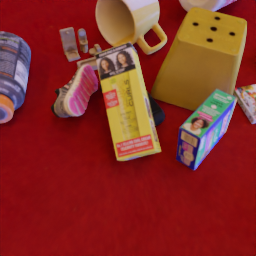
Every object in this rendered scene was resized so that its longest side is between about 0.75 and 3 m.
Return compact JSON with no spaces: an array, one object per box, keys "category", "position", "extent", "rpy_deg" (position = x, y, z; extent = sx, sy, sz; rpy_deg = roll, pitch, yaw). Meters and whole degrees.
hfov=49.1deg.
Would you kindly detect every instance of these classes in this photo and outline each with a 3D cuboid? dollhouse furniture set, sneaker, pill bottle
[{"category":"dollhouse furniture set","position":[-1.296,-2.295,8.125],"extent":[0.994,0.852,1.045],"rpy_deg":[-19,57,-13]},{"category":"sneaker","position":[-1.403,-0.950,7.206],"extent":[0.871,0.734,1.990],"rpy_deg":[-14,38,24]},{"category":"pill bottle","position":[3.048,-4.894,9.326],"extent":[1.631,1.631,2.906],"rpy_deg":[36,51,23]},{"category":"pill bottle","position":[-3.235,-1.261,7.153],"extent":[1.236,1.236,2.327],"rpy_deg":[-4,55,-3]}]

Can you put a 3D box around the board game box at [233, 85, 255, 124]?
[{"category":"board game box","position":[3.322,-0.647,7.362],"extent":[0.698,0.191,1.106],"rpy_deg":[-12,56,-9]}]

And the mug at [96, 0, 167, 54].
[{"category":"mug","position":[0.192,-3.347,8.732],"extent":[1.606,2.005,1.646],"rpy_deg":[7,37,45]}]

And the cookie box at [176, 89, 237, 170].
[{"category":"cookie box","position":[1.714,0.039,6.222],"extent":[0.538,1.224,1.431],"rpy_deg":[32,61,27]}]

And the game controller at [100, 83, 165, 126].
[{"category":"game controller","position":[0.091,-0.735,7.367],"extent":[1.032,0.417,1.979],"rpy_deg":[-19,56,-28]}]

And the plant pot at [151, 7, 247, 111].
[{"category":"plant pot","position":[1.926,-1.779,7.122],"extent":[2.038,1.797,2.038],"rpy_deg":[19,57,10]}]

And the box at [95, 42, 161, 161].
[{"category":"box","position":[-0.023,-0.570,6.316],"extent":[0.940,0.626,2.497],"rpy_deg":[-14,80,15]}]
